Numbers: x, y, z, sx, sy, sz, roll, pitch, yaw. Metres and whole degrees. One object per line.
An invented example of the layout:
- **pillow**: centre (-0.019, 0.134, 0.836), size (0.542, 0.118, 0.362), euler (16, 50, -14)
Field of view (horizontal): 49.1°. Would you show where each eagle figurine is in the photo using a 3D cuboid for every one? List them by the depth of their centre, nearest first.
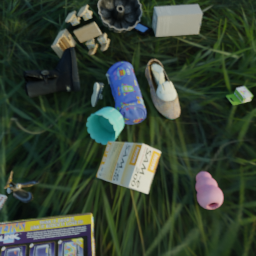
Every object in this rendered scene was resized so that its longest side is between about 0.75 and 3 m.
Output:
- **eagle figurine**: centre (-3.219, 1.803, 8.392), size (0.883, 0.666, 0.670), euler (24, 95, -18)

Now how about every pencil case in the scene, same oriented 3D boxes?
- **pencil case**: centre (-0.126, -1.357, 10.480), size (1.143, 1.027, 2.631), euler (-4, 51, -13)

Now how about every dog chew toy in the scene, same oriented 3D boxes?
- **dog chew toy**: centre (2.320, 1.790, 8.252), size (0.723, 0.723, 1.161), euler (-4, 43, -3)

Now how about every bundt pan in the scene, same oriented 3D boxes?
- **bundt pan**: centre (-0.456, -5.492, 13.403), size (2.127, 0.798, 2.127), euler (2, 83, -13)

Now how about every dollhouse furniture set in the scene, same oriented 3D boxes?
- **dollhouse furniture set**: centre (-2.142, -3.843, 12.060), size (1.963, 1.803, 1.277), euler (-12, 46, 26)

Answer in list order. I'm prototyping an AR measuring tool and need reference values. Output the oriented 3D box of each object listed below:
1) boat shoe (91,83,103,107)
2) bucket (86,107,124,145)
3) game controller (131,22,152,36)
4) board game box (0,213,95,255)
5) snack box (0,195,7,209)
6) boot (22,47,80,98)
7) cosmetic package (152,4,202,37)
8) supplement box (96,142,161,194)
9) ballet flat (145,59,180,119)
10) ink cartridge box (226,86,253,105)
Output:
- **boat shoe**: centre (-1.153, -1.234, 10.472), size (0.313, 1.012, 0.379), euler (-7, 38, -31)
- **bucket**: centre (-0.747, -0.092, 9.406), size (1.164, 1.164, 0.757), euler (22, 36, 16)
- **game controller**: centre (0.625, -4.883, 13.784), size (1.136, 0.239, 0.593), euler (36, 59, 26)
- **board game box**: centre (-2.101, 3.373, 6.964), size (2.545, 0.722, 2.104), euler (-5, 50, -4)
- **snack box**: centre (-3.923, 2.401, 8.104), size (0.356, 0.120, 0.991), euler (11, 53, 8)
- **boot**: centre (-3.068, -2.283, 11.139), size (2.120, 0.964, 2.523), euler (-7, 53, -10)
- **cosmetic package**: centre (2.325, -5.127, 13.400), size (2.166, 1.157, 0.977), euler (-6, 52, -7)
- **supplement box**: centre (-0.057, 1.050, 7.910), size (0.690, 1.875, 1.182), euler (26, 75, -30)
- **ballet flat**: centre (1.258, -1.584, 10.678), size (0.941, 0.930, 2.766), euler (-13, 55, -13)
- **ink cartridge box**: centre (4.308, -1.241, 10.870), size (0.784, 0.297, 0.579), euler (-15, 53, -13)
